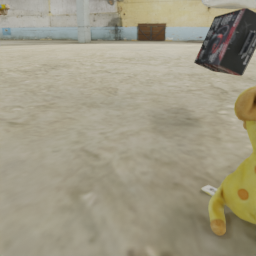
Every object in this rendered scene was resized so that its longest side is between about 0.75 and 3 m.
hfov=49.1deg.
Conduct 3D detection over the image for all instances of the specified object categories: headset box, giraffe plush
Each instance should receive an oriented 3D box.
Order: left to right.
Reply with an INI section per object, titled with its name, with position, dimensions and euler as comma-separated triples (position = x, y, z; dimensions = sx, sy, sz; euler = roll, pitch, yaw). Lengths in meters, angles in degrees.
[headset box]
position = 3.333, -2.771, 9.229
dimensions = 0.916, 1.814, 2.441
euler = 21, 11, -12
[giraffe plush]
position = 2.563, 0.412, 4.203
dimensions = 2.875, 2.332, 2.481
euler = 12, 24, 30

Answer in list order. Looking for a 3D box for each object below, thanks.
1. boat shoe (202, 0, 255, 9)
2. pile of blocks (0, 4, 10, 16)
[boat shoe]
position = 2.039, -2.447, 5.296
dimensions = 1.268, 0.456, 0.434
euler = -3, 16, 13
[pile of blocks]
position = -3.593, -3.040, 7.325
dimensions = 0.975, 0.303, 0.400
euler = -17, 3, -19
